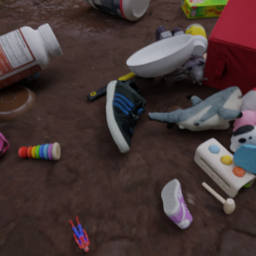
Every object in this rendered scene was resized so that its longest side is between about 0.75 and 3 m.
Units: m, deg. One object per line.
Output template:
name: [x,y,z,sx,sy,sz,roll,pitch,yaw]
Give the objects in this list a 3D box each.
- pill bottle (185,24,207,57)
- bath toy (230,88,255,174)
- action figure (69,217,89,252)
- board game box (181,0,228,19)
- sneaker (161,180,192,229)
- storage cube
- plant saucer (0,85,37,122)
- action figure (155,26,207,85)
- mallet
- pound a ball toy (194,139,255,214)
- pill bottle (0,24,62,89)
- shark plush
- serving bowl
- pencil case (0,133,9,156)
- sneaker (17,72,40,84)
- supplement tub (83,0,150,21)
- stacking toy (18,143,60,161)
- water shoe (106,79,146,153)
pill bottle: [2.596,-3.299,10.712,0.786,0.786,1.403,3,47,3]
bath toy: [3.392,-0.103,7.231,1.279,1.087,2.942,22,38,3]
action figure: [-1.032,2.293,5.999,0.257,0.203,0.785,-21,54,-21]
board game box: [3.870,-5.724,13.066,2.507,0.597,1.273,-7,48,-6]
sneaker: [1.127,1.760,6.375,0.458,0.721,1.264,-35,15,22]
storage cube: [3.923,-2.443,8.527,2.445,2.325,2.720,22,70,19]
plant saucer: [-3.726,-0.848,8.820,1.629,0.280,1.629,0,47,0]
action figure: [1.961,-2.461,9.736,1.943,1.036,2.986,-12,49,-8]
mallet: [-0.290,-1.679,9.448,2.638,0.543,0.869,-25,59,-17]
pound a ball toy: [2.256,1.086,6.758,1.057,0.688,1.620,-25,52,-21]
pill bottle: [-3.424,-2.269,8.775,2.482,1.392,1.392,-27,52,-10]
shark plush: [1.920,-0.449,7.919,2.623,1.192,1.092,-12,74,12]
serving bowl: [1.060,-2.121,8.674,2.124,0.699,2.124,-21,26,11]
pencil case: [-4.083,0.748,6.865,0.959,0.990,2.113,27,54,24]
sneaker: [-3.814,-1.924,9.610,1.429,0.567,0.682,17,51,15]
supplement tub: [-0.571,-6.120,12.473,2.828,1.985,1.985,27,53,22]
stacking toy: [-2.360,0.646,7.360,1.066,0.455,0.455,-3,47,3]
water shoe: [-0.012,-0.538,7.912,1.073,0.972,2.719,-15,46,8]
